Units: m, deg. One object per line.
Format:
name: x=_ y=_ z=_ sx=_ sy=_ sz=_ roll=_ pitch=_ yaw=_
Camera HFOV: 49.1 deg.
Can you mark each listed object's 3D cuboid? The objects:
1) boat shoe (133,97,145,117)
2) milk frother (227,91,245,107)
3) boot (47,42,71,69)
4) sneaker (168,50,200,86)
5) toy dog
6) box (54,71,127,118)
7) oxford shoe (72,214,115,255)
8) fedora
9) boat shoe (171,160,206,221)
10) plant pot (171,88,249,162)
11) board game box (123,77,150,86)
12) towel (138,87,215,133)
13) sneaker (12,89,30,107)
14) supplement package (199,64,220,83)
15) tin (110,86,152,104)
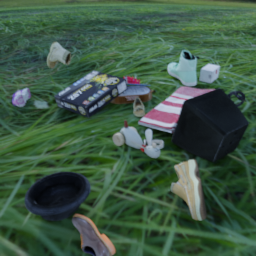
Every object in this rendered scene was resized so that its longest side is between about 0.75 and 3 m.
boat shoe: x=0.466 y=-0.955 z=13.023 sx=0.510 sy=0.436 sz=1.391 roll=-5 pitch=31 yaw=-8
milk frother: x=4.064 y=-0.970 z=11.861 sx=1.514 sy=1.367 sz=1.424 roll=-41 pitch=34 yaw=9
boot: x=-2.381 y=-2.348 z=9.679 sx=0.768 sy=0.993 sz=0.358 roll=36 pitch=36 yaw=13
sneaker: x=3.233 y=-3.792 z=16.467 sx=1.105 sy=1.772 sz=3.004 roll=-10 pitch=31 yaw=-13
toy dog: x=0.360 y=0.334 z=10.377 sx=1.947 sy=0.938 sz=1.284 roll=12 pitch=33 yaw=20
box: x=-1.754 y=-1.709 z=13.558 sx=2.257 sy=0.688 sz=2.800 roll=20 pitch=47 yaw=37
oxford shoe: x=-0.998 y=2.682 z=6.889 sx=0.543 sy=0.531 sz=1.490 roll=-31 pitch=43 yaw=-34
fedora: x=-1.890 y=1.983 z=7.744 sx=1.767 sy=0.807 sz=1.767 roll=-1 pitch=31 yaw=1
boat shoe: x=1.707 y=1.811 z=8.208 sx=0.905 sy=0.852 sz=2.377 roll=-9 pitch=21 yaw=10
plant pot: x=3.054 y=0.013 z=10.119 sx=1.980 sy=1.985 sz=1.761 roll=-20 pitch=47 yaw=-31
board game box: x=0.220 y=-2.490 z=14.858 sx=1.632 sy=0.402 sz=2.065 roll=1 pitch=8 yaw=-20
towel: x=2.067 y=-0.882 z=11.887 sx=2.947 sy=0.335 sz=2.122 roll=-38 pitch=30 yaw=-25
sneaker: x=-5.395 y=-1.457 z=13.789 sx=0.679 sy=0.618 sz=1.536 roll=-4 pitch=26 yaw=5
supplement package: x=4.813 y=-3.217 z=16.517 sx=0.725 sy=0.734 sz=1.211 roll=20 pitch=36 yaw=29
tin: x=0.065 y=-1.731 z=14.345 sx=2.349 sy=0.492 sz=1.315 roll=-6 pitch=27 yaw=-9
